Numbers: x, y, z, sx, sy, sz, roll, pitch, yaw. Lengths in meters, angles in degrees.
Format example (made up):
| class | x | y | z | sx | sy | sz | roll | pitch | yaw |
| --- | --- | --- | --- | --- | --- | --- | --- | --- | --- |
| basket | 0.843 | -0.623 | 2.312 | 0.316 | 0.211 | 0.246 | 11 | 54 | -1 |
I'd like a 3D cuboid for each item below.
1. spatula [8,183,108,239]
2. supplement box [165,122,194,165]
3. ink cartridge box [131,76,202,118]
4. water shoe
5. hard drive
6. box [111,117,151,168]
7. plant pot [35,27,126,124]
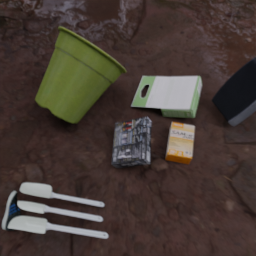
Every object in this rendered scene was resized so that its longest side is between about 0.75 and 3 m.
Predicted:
| class | x | y | z | sx | sy | sz | roll | pitch | yaw |
| --- | --- | --- | --- | --- | --- | --- | --- | --- | --- |
| spatula | -1.954 | 2.476 | 8.410 | 2.747 | 0.221 | 1.910 | 14 | 21 | -15 |
| supplement box | 1.934 | 0.553 | 10.394 | 0.893 | 0.521 | 1.417 | 10 | 58 | 5 |
| ink cartridge box | 1.611 | -1.332 | 11.597 | 2.535 | 0.608 | 1.844 | 4 | 54 | 25 |
| water shoe | -3.645 | 2.654 | 8.974 | 0.479 | 0.434 | 1.215 | 11 | 78 | -4 |
| hard drive | 4.230 | -1.309 | 10.334 | 0.496 | 2.345 | 1.582 | -3 | 54 | -41 |
| box | 0.133 | 0.523 | 9.973 | 1.335 | 0.421 | 1.693 | -12 | 58 | 26 |
| plant pot | -1.985 | -1.707 | 10.373 | 2.882 | 2.882 | 2.737 | 33 | 92 | 19 |
